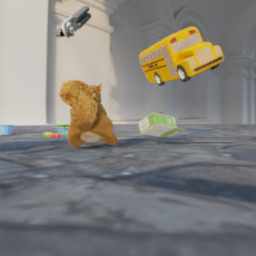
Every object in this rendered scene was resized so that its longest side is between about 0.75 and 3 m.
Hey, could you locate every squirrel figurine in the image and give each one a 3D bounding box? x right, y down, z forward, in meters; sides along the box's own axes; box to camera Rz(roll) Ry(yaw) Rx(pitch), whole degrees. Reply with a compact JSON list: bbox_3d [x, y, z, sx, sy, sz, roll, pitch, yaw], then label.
[{"bbox_3d":[-0.864,-0.480,6.110,1.057,1.394,1.493,-6,-31,8],"label":"squirrel figurine"}]

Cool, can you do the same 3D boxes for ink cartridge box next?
[{"bbox_3d":[0.920,-0.048,7.743,1.197,0.355,0.621,9,-31,-41],"label":"ink cartridge box"}]

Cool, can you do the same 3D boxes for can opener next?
[{"bbox_3d":[-1.062,-2.033,5.372,0.360,0.287,1.078,1,40,20],"label":"can opener"}]

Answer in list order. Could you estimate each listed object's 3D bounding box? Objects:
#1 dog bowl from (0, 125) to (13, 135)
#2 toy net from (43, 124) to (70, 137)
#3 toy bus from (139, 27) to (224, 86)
[{"bbox_3d":[-6.079,0.085,12.387,1.862,0.461,1.038,-1,2,-18],"label":"dog bowl"},{"bbox_3d":[-2.147,0.108,10.849,2.604,0.503,1.366,2,2,42],"label":"toy net"},{"bbox_3d":[1.126,-1.654,6.718,0.847,1.019,2.603,-25,10,-12],"label":"toy bus"}]
